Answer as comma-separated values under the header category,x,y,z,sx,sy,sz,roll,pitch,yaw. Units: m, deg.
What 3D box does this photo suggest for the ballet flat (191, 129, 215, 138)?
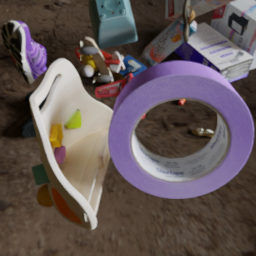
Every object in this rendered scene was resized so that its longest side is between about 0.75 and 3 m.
category,x,y,z,sx,sy,sz,roll,pitch,yaw
ballet flat,2.434,0.126,8.982,0.779,0.246,0.268,11,50,10

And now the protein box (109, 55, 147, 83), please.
category,x,y,z,sx,sy,sz,roll,pitch,yaw
protein box,-0.012,-2.053,10.563,1.016,0.690,1.023,-34,57,-26

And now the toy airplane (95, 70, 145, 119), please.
category,x,y,z,sx,sy,sz,roll,pitch,yaw
toy airplane,0.038,-0.822,7.264,1.954,0.359,1.954,-14,47,16

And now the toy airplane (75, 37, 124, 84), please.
category,x,y,z,sx,sy,sz,roll,pitch,yaw
toy airplane,-0.850,-1.820,7.919,1.468,1.462,1.036,42,75,-17

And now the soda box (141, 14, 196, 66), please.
category,x,y,z,sx,sy,sz,roll,pitch,yaw
soda box,1.299,-2.836,9.125,0.603,1.896,0.648,38,42,-19

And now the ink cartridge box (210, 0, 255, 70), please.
category,x,y,z,sx,sy,sz,roll,pitch,yaw
ink cartridge box,4.654,-3.957,11.353,1.128,1.984,2.723,-19,52,-16

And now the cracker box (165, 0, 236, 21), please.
category,x,y,z,sx,sy,sz,roll,pitch,yaw
cracker box,2.363,-4.716,9.058,0.773,1.795,2.680,1,0,-34

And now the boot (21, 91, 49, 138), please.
category,x,y,z,sx,sy,sz,roll,pitch,yaw
boot,-3.041,-0.535,9.261,1.701,0.650,1.430,-32,60,-33

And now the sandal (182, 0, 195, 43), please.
category,x,y,z,sx,sy,sz,roll,pitch,yaw
sandal,1.415,-2.491,6.476,0.268,0.981,0.401,3,11,21

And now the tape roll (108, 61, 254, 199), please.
category,x,y,z,sx,sy,sz,roll,pitch,yaw
tape roll,0.843,0.090,4.836,2.333,2.333,0.765,2,27,2

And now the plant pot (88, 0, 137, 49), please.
category,x,y,z,sx,sy,sz,roll,pitch,yaw
plant pot,-0.539,-3.755,9.380,1.502,1.529,1.497,-12,85,-2

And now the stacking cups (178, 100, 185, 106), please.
category,x,y,z,sx,sy,sz,roll,pitch,yaw
stacking cups,2.019,-1.098,10.083,0.236,0.236,0.780,20,57,17

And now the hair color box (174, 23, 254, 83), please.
category,x,y,z,sx,sy,sz,roll,pitch,yaw
hair color box,3.251,-2.994,11.216,1.626,0.964,2.975,-21,50,-18

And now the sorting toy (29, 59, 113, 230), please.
category,x,y,z,sx,sy,sz,roll,pitch,yaw
sorting toy,-1.158,0.089,5.280,1.399,2.358,2.620,1,41,10

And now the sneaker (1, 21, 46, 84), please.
category,x,y,z,sx,sy,sz,roll,pitch,yaw
sneaker,-1.840,-1.444,5.156,0.636,1.524,0.614,-40,82,-19
